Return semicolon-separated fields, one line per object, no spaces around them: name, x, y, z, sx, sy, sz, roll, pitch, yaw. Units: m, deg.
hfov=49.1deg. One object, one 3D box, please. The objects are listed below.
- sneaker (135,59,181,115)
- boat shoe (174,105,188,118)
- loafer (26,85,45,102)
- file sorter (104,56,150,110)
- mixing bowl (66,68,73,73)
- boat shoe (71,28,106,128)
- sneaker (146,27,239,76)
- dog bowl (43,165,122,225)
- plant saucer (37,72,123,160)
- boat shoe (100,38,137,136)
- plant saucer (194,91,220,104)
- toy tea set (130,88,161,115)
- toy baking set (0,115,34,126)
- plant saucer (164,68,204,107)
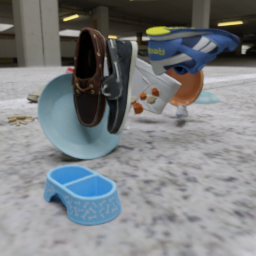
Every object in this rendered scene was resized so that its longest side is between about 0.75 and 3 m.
sneaker;0.288;-1.635;10.319;2.889;1.670;1.064;35;18;15
boat shoe;1.990;-0.616;10.174;0.487;0.433;1.325;16;10;10
loafer;-4.503;-1.881;14.973;0.884;0.797;2.335;7;17;23
file sorter;-0.746;-1.043;8.641;1.522;2.193;1.366;41;-7;-21
mixing bowl;-1.787;-1.600;10.169;0.648;1.196;1.196;-1;15;7
boat shoe;-1.009;-1.184;6.899;0.855;2.430;0.855;2;8;9
sneaker;1.781;-2.126;7.741;2.999;1.234;1.109;-10;22;-26
dog bowl;-0.842;1.099;4.965;0.952;0.423;1.708;-13;21;-41
plant saucer;-1.227;-0.290;7.298;2.352;2.352;0.453;-11;-12;-35
boat shoe;-0.334;-0.962;6.682;0.774;2.288;0.822;6;3;-22
plant saucer;3.826;-1.681;15.003;2.198;0.423;2.198;0;16;0
toy tea set;0.505;-0.745;8.060;1.002;0.371;0.596;-23;47;4
toy baking set;-4.267;-0.281;10.392;1.447;0.168;1.111;-1;16;-2
plant saucer;2.041;-1.844;10.666;0.395;2.112;2.112;-12;19;-38
